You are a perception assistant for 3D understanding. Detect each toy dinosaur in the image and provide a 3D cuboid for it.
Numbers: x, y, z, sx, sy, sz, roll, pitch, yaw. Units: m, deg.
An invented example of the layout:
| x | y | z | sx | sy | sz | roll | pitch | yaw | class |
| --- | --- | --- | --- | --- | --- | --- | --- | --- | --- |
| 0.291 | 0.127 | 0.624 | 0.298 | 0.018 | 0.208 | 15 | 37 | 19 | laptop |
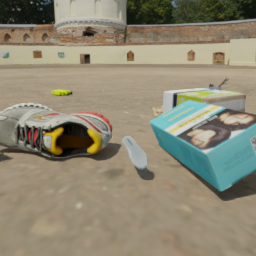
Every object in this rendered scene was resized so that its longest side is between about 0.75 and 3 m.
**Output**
| x | y | z | sx | sy | sz | roll | pitch | yaw | class |
| --- | --- | --- | --- | --- | --- | --- | --- | --- | --- |
| 4.490 | -1.541 | 13.801 | 1.017 | 1.937 | 1.758 | 35 | 33 | -16 | toy dinosaur |

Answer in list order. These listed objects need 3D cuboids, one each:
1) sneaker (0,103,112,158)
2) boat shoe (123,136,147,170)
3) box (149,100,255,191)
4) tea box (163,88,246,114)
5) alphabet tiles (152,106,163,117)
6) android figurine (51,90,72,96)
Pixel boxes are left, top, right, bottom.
| x | y | z | sx | sy | sz | roll | pitch | yaw | class |
| --- | --- | --- | --- | --- | --- | --- | --- | --- | --- |
| -1.822 | 0.068 | 6.294 | 2.858 | 1.113 | 1.174 | 0 | 16 | 2 | sneaker |
| 0.135 | 0.474 | 5.202 | 0.273 | 0.235 | 0.758 | -22 | 54 | -10 | boat shoe |
| 1.462 | 0.140 | 5.599 | 1.199 | 0.716 | 2.915 | -28 | 15 | -7 | box |
| 2.206 | -0.488 | 8.268 | 1.728 | 1.154 | 1.700 | -10 | 19 | -35 | tea box |
| 2.042 | -0.619 | 10.894 | 2.094 | 0.080 | 2.516 | 0 | 15 | 1 | alphabet tiles |
| -3.779 | -1.994 | 15.812 | 1.144 | 0.235 | 1.041 | 6 | 16 | 17 | android figurine |
